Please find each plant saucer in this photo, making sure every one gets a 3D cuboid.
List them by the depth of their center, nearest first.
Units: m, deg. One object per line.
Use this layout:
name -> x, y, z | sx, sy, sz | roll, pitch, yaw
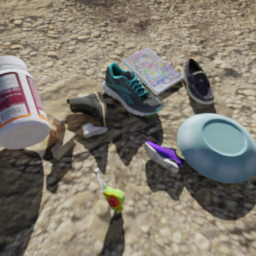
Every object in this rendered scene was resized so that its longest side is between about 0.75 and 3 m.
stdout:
plant saucer -> 2.988, 0.427, 8.983 | 2.770, 0.533, 2.770 | 5, 50, -6

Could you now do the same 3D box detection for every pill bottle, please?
pill bottle -> -3.714, -0.862, 9.182 | 1.604, 1.604, 2.810 | -18, 66, -16

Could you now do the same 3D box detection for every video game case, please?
video game case -> 1.029, -2.464, 11.930 | 1.562, 0.197, 2.181 | -33, 69, -29

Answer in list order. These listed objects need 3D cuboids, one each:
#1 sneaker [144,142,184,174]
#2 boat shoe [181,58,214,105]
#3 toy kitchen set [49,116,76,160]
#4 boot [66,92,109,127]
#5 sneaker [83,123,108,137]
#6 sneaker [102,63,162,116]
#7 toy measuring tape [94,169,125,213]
sneaker -> 1.174, 0.829, 8.922 | 1.380, 0.480, 0.686 | 37, 56, 21
boat shoe -> 2.809, -1.933, 11.355 | 0.886, 0.799, 2.465 | -7, 46, -6
toy kitchen set -> -2.440, 0.269, 9.172 | 1.059, 0.864, 0.955 | 23, 50, 22
boot -> -1.459, -0.560, 10.115 | 1.331, 0.745, 1.924 | -11, 35, -11
sneaker -> -1.175, -0.001, 9.825 | 0.841, 0.310, 0.486 | -13, 50, -11
sneaker -> 0.069, -1.508, 10.580 | 2.868, 1.308, 1.113 | 33, 52, 27
toy measuring tape -> -0.438, 1.692, 7.575 | 0.511, 1.389, 0.511 | -24, 11, 5
